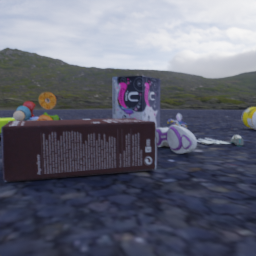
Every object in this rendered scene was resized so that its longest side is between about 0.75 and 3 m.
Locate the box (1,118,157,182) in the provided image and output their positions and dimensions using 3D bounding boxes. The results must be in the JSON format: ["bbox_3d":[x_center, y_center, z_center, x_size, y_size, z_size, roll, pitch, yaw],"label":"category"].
[{"bbox_3d":[-0.897,0.315,5.250,2.592,0.971,1.298,-4,6,-18],"label":"box"}]

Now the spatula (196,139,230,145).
[{"bbox_3d":[2.491,0.410,8.784,0.831,0.096,1.195,-3,6,-18],"label":"spatula"}]

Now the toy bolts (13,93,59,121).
[{"bbox_3d":[-3.764,-0.638,11.306,1.631,1.558,1.131,10,23,5],"label":"toy bolts"}]

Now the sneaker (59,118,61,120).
[{"bbox_3d":[-2.999,-0.172,12.191,1.481,0.607,0.571,0,4,11],"label":"sneaker"}]

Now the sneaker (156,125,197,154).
[{"bbox_3d":[1.372,0.237,7.380,0.918,0.690,1.843,-2,6,-18],"label":"sneaker"}]

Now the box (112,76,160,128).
[{"bbox_3d":[0.301,-0.640,9.323,1.184,2.064,1.364,2,6,30],"label":"box"}]

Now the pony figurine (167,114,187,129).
[{"bbox_3d":[2.315,-0.230,13.352,0.871,0.725,0.841,1,36,-33],"label":"pony figurine"}]

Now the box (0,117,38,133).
[{"bbox_3d":[-4.761,-0.161,12.204,2.317,0.552,1.413,-4,7,-29],"label":"box"}]

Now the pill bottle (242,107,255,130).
[{"bbox_3d":[5.866,-0.389,12.400,1.020,1.020,1.821,0,6,0],"label":"pill bottle"}]

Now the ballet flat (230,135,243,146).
[{"bbox_3d":[3.258,0.354,8.350,0.296,0.280,0.878,1,5,9],"label":"ballet flat"}]
